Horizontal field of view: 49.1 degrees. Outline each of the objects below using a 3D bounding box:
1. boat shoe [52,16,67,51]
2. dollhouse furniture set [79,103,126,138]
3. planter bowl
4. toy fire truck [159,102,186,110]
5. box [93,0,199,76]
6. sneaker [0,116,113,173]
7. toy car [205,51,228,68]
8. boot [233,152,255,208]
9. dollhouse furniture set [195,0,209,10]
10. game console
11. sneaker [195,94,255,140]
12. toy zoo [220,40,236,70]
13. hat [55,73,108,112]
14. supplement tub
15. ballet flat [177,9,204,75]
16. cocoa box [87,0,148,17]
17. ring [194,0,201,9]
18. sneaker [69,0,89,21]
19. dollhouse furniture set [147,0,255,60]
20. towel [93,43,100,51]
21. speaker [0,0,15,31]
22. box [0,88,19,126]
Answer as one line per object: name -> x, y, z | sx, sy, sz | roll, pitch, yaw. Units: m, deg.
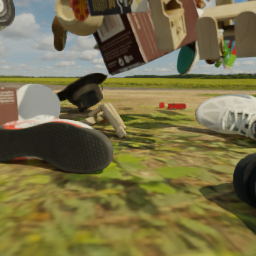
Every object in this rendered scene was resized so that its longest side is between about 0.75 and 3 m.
boat shoe -> -2.700, -3.810, 11.125 | 0.540, 1.474, 0.462 | 18, 41, 2
dollhouse furniture set -> -0.725, 0.042, 7.472 | 1.145, 0.933, 1.089 | -34, 0, 17
planter bowl -> -1.263, -2.829, 6.728 | 1.174, 1.174, 0.790 | 3, 17, 17
toy fire truck -> 2.245, -1.120, 14.210 | 1.226, 0.299, 0.865 | -1, 9, -3
box -> 0.465, -2.885, 7.857 | 2.344, 1.924, 1.944 | -30, 15, -28
sneaker -> -1.156, 0.166, 4.876 | 2.373, 0.792, 1.272 | 1, 12, 22
toy car -> 2.541, -2.143, 8.064 | 0.653, 0.628, 0.795 | 32, 8, -2
boot -> 2.362, 0.522, 2.447 | 2.210, 0.844, 1.856 | -10, 8, -14
dollhouse furniture set -> 2.460, -4.595, 10.085 | 0.952, 0.674, 1.036 | -37, 4, 21
game console -> 2.936, -2.550, 5.473 | 1.632, 1.912, 1.131 | 25, 31, 30
sneaker -> 2.741, -0.225, 6.420 | 2.814, 1.062, 1.619 | 9, 11, 32
toy zoo -> 3.741, -3.307, 9.569 | 0.232, 2.264, 1.485 | 14, 37, -4
hat -> -1.948, -1.369, 12.409 | 2.912, 1.175, 2.912 | -25, 1, 1
supplement tub -> -2.830, -0.693, 8.554 | 1.303, 1.303, 1.974 | -4, 11, -21
ballet flat -> 2.164, -2.702, 9.055 | 0.778, 2.240, 0.778 | 2, 45, -2
cocoa box -> -0.240, -2.980, 4.915 | 1.083, 1.651, 1.101 | -2, 40, 8
ring -> 1.852, -3.616, 8.740 | 1.036, 0.099, 1.036 | -24, -22, -10
sneaker -> -1.077, -2.887, 5.748 | 0.478, 1.311, 0.506 | -20, 29, -20
dollhouse furniture set -> 1.262, -1.923, 4.368 | 1.712, 1.137, 1.501 | 4, 41, 29
towel -> -0.912, -3.123, 10.077 | 0.081, 0.751, 0.551 | 43, 18, 9
speaker -> -3.716, -2.316, 6.324 | 2.524, 1.025, 1.025 | -11, 2, 35
box -> -3.699, -0.427, 7.236 | 1.214, 1.202, 1.464 | -9, 13, -43
